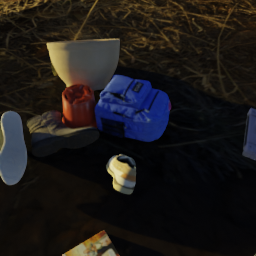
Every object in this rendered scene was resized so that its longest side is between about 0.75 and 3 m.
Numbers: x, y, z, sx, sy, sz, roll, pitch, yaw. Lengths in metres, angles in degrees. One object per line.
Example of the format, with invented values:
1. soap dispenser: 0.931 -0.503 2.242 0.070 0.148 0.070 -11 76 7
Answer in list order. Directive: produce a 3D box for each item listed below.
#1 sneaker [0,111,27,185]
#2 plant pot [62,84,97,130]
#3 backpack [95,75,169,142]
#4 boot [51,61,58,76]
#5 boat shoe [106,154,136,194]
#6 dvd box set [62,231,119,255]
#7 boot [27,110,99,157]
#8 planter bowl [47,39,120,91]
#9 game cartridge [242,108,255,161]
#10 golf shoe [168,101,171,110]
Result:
1. sneaker: -3.238 0.640 7.863 0.710 0.996 2.007 -2 71 -22
2. plant pot: -1.497 -0.625 8.640 1.218 1.185 1.218 1 51 -2
3. backpack: 0.192 -0.547 8.300 2.006 1.683 1.630 18 55 15
4. boot: -2.286 -2.549 10.820 1.279 0.423 1.120 -5 81 -30
5. boat shoe: -0.100 0.977 6.865 0.655 0.600 1.753 19 8 -16
6. dvd box set: -0.808 2.892 6.230 1.073 0.158 0.785 -24 52 -20
7. boot: -1.983 -0.028 8.430 2.050 0.715 1.349 -12 53 -12
8. planter bowl: -1.406 -2.127 9.469 2.369 1.594 2.369 -4 19 1
9. game cartridge: 4.101 0.288 8.190 1.295 0.383 1.997 20 45 11
10. golf shoe: 0.815 -0.969 9.410 1.428 0.653 0.538 39 63 13
